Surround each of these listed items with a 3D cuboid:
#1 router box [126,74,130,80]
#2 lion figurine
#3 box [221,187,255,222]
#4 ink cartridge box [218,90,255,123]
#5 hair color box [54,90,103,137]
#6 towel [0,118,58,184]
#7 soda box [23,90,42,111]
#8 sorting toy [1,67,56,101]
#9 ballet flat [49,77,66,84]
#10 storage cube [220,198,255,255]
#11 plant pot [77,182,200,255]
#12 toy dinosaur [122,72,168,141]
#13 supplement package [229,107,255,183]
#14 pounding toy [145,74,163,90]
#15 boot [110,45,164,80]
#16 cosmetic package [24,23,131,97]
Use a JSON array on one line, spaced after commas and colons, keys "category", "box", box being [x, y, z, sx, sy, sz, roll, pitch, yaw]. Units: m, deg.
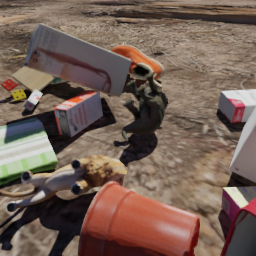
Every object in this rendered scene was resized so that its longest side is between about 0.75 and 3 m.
[{"category": "router box", "box": [-0.376, -2.078, 10.581, 0.634, 0.211, 0.806, 16, 10, -31]}, {"category": "lion figurine", "box": [-1.217, 1.021, 5.460, 2.302, 0.834, 1.410, -8, -5, 10]}, {"category": "box", "box": [2.273, 1.429, 5.069, 0.887, 0.429, 0.780, -1, 13, -3]}, {"category": "ink cartridge box", "box": [3.701, -0.698, 8.656, 1.436, 0.599, 1.043, -3, 33, -6]}, {"category": "hair color box", "box": [-1.357, -0.445, 7.899, 0.469, 0.814, 1.467, 9, 30, 28]}, {"category": "towel", "box": [-2.778, 0.537, 6.984, 1.622, 0.334, 2.174, -16, 37, -21]}, {"category": "soda box", "box": [-3.129, -0.929, 9.242, 0.279, 0.300, 0.879, 34, 25, -18]}, {"category": "sorting toy", "box": [-3.468, -1.747, 10.239, 1.098, 0.385, 2.278, 36, 57, 6]}, {"category": "ballet flat", "box": [-2.099, -2.252, 10.579, 2.705, 0.971, 0.971, -1, 28, 24]}, {"category": "storage cube", "box": [2.298, 1.777, 3.173, 1.923, 2.139, 1.828, -15, 33, -35]}, {"category": "plant pot", "box": [0.238, 1.585, 3.954, 1.353, 1.391, 1.391, 8, 32, 22]}, {"category": "toy dinosaur", "box": [0.558, -0.522, 7.465, 1.065, 1.415, 2.767, -25, 30, 24]}, {"category": "supplement package", "box": [3.244, 0.090, 5.887, 1.319, 1.715, 1.793, 26, 42, 16]}, {"category": "pounding toy", "box": [0.834, -1.319, 9.156, 0.435, 0.835, 0.950, 38, 16, 9]}, {"category": "boot", "box": [0.168, -2.577, 10.988, 2.388, 0.896, 1.280, 28, 30, 16]}, {"category": "cosmetic package", "box": [-1.568, -2.002, 8.669, 2.881, 1.257, 1.489, 15, 4, -25]}]
